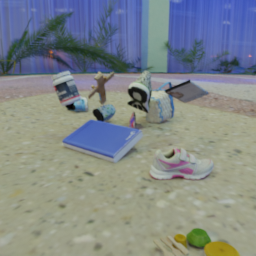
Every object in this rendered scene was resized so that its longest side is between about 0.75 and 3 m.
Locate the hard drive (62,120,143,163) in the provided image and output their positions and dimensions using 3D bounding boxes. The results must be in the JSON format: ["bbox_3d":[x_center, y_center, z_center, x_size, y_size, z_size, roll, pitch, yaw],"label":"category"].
[{"bbox_3d":[-0.974,0.395,10.336,2.539,0.322,1.675,12,39,36],"label":"hard drive"}]

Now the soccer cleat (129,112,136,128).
[{"bbox_3d":[0.197,-0.401,13.470,0.333,0.310,0.909,-4,54,7],"label":"soccer cleat"}]

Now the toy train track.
[{"bbox_3d":[-1.296,-1.762,12.559,0.442,1.557,2.715,41,-14,12],"label":"toy train track"}]

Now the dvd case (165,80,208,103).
[{"bbox_3d":[2.142,-1.294,10.191,1.032,0.127,1.447,-20,-24,36],"label":"dvd case"}]

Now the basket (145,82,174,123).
[{"bbox_3d":[1.738,-1.281,14.588,1.442,1.828,2.073,10,30,44],"label":"basket"}]

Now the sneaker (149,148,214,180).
[{"bbox_3d":[1.571,0.994,8.111,1.885,0.832,0.767,-2,15,-7],"label":"sneaker"}]

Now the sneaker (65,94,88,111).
[{"bbox_3d":[-3.439,-1.608,17.405,1.149,1.001,2.555,-13,19,-29],"label":"sneaker"}]

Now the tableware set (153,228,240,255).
[{"bbox_3d":[1.369,2.290,4.532,1.291,0.294,1.917,-5,15,-28],"label":"tableware set"}]

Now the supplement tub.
[{"bbox_3d":[-2.443,-1.531,11.013,0.844,1.203,0.844,-20,8,3],"label":"supplement tub"}]

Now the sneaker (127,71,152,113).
[{"bbox_3d":[0.719,-1.597,12.656,1.131,1.303,2.941,27,-13,5],"label":"sneaker"}]

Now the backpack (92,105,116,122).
[{"bbox_3d":[-1.128,-0.762,14.165,1.041,0.800,0.849,-13,63,-47],"label":"backpack"}]
